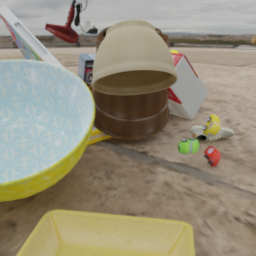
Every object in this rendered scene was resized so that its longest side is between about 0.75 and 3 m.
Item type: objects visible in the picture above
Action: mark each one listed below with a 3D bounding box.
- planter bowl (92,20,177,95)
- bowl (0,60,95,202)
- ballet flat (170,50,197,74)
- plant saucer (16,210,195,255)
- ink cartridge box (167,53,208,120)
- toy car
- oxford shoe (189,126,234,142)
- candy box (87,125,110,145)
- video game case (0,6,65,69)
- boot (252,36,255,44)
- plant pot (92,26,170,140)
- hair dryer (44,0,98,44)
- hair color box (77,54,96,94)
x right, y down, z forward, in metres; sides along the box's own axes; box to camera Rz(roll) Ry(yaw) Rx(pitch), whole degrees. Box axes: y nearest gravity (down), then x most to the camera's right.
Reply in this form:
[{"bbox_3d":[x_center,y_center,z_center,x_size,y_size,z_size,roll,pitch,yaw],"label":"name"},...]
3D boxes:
[{"bbox_3d":[0.086,-1.275,5.074,1.521,1.024,1.521,-3,-7,0],"label":"planter bowl"},{"bbox_3d":[-2.072,0.219,5.113,2.943,1.584,2.943,4,46,-4],"label":"bowl"},{"bbox_3d":[1.926,-2.042,9.634,1.534,0.512,0.514,41,9,-24],"label":"ballet flat"},{"bbox_3d":[-0.297,1.770,3.036,2.048,0.496,2.048,3,19,8],"label":"plant saucer"},{"bbox_3d":[1.000,-1.595,9.888,2.894,1.212,2.088,21,-16,46],"label":"ink cartridge box"},{"bbox_3d":[1.568,0.359,5.949,1.121,1.192,0.266,-10,13,-27],"label":"toy car"},{"bbox_3d":[2.308,0.206,7.693,1.276,0.480,0.368,4,60,-11],"label":"oxford shoe"},{"bbox_3d":[-1.702,0.178,7.675,1.511,0.390,2.956,20,27,40],"label":"candy box"},{"bbox_3d":[-2.153,-1.523,7.288,0.261,2.140,2.993,-37,64,-15],"label":"video game case"},{"bbox_3d":[3.648,-2.438,7.435,0.699,0.264,0.798,-39,8,-32],"label":"boot"},{"bbox_3d":[0.071,-1.293,7.356,2.331,2.308,2.331,1,43,-1],"label":"plant pot"},{"bbox_3d":[-1.407,-2.500,6.689,1.235,0.940,0.335,-30,16,-24],"label":"hair dryer"},{"bbox_3d":[-1.092,-1.298,9.087,1.032,2.084,0.632,-6,35,-27],"label":"hair color box"}]
